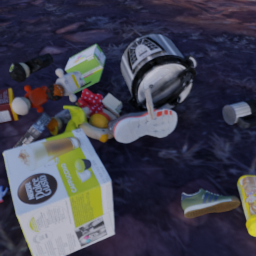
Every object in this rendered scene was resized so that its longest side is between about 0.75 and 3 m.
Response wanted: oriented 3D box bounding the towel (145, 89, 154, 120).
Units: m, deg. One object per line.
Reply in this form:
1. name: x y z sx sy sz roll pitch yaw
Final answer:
1. towel: 0.717 -0.782 9.379 0.184 1.068 0.708 -8 64 8

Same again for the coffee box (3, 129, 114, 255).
1. coffee box: -1.753 1.712 7.240 2.126 2.150 2.147 -17 42 -20

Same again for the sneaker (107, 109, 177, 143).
1. sneaker: 0.531 -0.269 10.440 2.921 1.126 1.196 -7 23 -33

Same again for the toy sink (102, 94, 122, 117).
1. toy sink: -0.551 -0.900 11.376 0.875 0.571 0.490 40 82 14

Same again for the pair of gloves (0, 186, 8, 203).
1. pair of gloves: -4.133 2.056 8.281 1.114 0.127 0.896 -18 27 -19

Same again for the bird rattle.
1. bird rattle: -1.361 -0.290 10.838 2.167 1.497 2.658 30 26 9

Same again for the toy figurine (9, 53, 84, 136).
1. toy figurine: -3.084 -1.269 10.560 2.507 2.546 1.771 33 43 14

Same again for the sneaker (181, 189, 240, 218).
1. sneaker: 2.315 2.045 8.102 1.651 0.554 0.741 -9 44 -7

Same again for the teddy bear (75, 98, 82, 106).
1. teddy bear: -1.982 -1.086 12.204 0.690 0.318 0.952 -15 24 -9

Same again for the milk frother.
1. milk frother: 4.662 -0.824 10.996 1.301 1.384 1.249 -14 29 -17

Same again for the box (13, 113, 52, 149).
1. box: -3.273 0.208 9.602 0.372 1.180 1.496 41 15 -14

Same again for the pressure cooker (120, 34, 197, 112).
1. pressure cooker: 1.237 -2.111 11.414 2.669 2.628 2.988 -2 44 -19

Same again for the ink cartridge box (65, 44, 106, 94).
1. ink cartridge box: -2.110 -2.799 13.360 1.725 0.884 2.334 -22 35 21

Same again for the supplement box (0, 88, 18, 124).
1. supplement box: -5.342 -0.869 11.543 1.284 0.852 1.266 -13 40 -16

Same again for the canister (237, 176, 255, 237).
1. canister: 3.820 2.160 7.866 1.218 0.710 1.640 4 37 4
